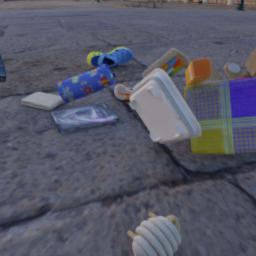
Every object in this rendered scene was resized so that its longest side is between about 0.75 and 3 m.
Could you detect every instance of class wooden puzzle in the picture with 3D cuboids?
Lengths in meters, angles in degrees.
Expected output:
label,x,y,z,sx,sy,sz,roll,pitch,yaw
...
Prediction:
label,x,y,z,sx,sy,sz,roll,pitch,yaw
wooden puzzle,1.473,-2.190,10.500,1.683,1.557,0.313,5,52,-61

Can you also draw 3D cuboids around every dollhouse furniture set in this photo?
label,x,y,z,sx,sy,sz,roll,pitch,yaw
dollhouse furniture set,3.951,-2.387,9.210,2.793,2.937,2.393,-14,62,-13

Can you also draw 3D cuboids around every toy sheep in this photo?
label,x,y,z,sx,sy,sz,roll,pitch,yaw
toy sheep,0.437,1.915,4.752,1.168,0.806,0.806,-37,43,-23

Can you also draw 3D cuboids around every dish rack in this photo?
label,x,y,z,sx,sy,sz,roll,pitch,yaw
dish rack,0.747,-0.366,7.010,0.470,1.854,2.161,-33,3,-19

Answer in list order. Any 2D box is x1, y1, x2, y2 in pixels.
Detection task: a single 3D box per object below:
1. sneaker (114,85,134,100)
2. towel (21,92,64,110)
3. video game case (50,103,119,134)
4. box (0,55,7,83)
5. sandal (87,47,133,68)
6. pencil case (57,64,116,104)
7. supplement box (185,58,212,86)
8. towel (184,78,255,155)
label,x,y,z,sx,sy,sz,roll,pitch,yaw
sneaker,0.064,-1.338,11.070,1.468,0.574,0.567,22,18,33
towel,-3.237,-1.015,10.697,1.470,0.253,0.974,14,33,23
video game case,-1.508,-0.379,9.573,2.020,0.192,1.443,-11,30,-22
box,-3.004,-1.246,5.686,0.880,0.224,0.694,-5,57,-36
sandal,-0.855,-3.592,14.869,2.483,0.987,1.081,-18,37,-16
pencil case,-1.488,-1.611,10.025,2.057,0.803,0.893,-21,56,10
supplement box,1.651,-1.310,6.713,0.420,0.434,1.262,-9,-2,4
towel,2.708,-0.283,6.921,2.672,1.919,0.304,-1,-1,29
